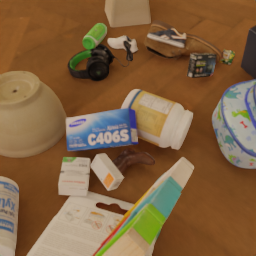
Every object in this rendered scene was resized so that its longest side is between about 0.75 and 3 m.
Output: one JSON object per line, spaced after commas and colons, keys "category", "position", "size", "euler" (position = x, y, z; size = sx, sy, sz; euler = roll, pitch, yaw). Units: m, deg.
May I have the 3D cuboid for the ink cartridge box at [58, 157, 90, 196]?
{"category": "ink cartridge box", "position": [-1.253, 1.132, 6.592], "size": [0.658, 0.379, 0.902], "euler": [5, 37, -6]}

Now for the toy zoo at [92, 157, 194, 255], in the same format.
{"category": "toy zoo", "position": [0.142, 1.484, 4.481], "size": [0.299, 1.916, 2.920], "euler": [43, 26, 9]}

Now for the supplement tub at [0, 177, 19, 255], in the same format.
{"category": "supplement tub", "position": [-2.759, 1.844, 5.646], "size": [1.005, 1.005, 1.524], "euler": [-10, 46, -9]}

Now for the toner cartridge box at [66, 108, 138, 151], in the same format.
{"category": "toner cartridge box", "position": [-0.690, 0.075, 6.977], "size": [1.815, 0.392, 0.862], "euler": [-9, 80, 24]}

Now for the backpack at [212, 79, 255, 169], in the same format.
{"category": "backpack", "position": [3.440, -0.255, 6.804], "size": [2.431, 1.787, 2.225], "euler": [-13, 68, -3]}

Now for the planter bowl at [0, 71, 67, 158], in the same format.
{"category": "planter bowl", "position": [-2.906, -0.550, 7.547], "size": [2.258, 1.520, 2.258], "euler": [-1, 47, 1]}

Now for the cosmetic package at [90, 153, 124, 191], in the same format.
{"category": "cosmetic package", "position": [-0.476, 0.964, 6.194], "size": [0.270, 0.384, 0.757], "euler": [-4, 44, -48]}

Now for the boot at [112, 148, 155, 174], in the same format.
{"category": "boot", "position": [-0.018, 0.943, 6.640], "size": [0.986, 0.340, 1.057], "euler": [14, 39, 40]}

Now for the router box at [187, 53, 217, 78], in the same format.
{"category": "router box", "position": [2.415, -2.052, 9.159], "size": [0.975, 0.730, 0.303], "euler": [-12, 28, -33]}

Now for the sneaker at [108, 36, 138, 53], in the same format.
{"category": "sneaker", "position": [-0.208, -3.326, 10.796], "size": [1.263, 0.550, 0.471], "euler": [17, 50, 17]}

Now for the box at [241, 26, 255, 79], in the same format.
{"category": "box", "position": [4.768, -2.672, 9.041], "size": [1.735, 1.749, 1.078], "euler": [-31, 59, -7]}

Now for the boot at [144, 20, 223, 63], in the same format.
{"category": "boot", "position": [1.975, -2.878, 10.324], "size": [2.932, 1.079, 1.106], "euler": [27, 83, 16]}

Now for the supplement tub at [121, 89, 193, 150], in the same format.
{"category": "supplement tub", "position": [0.725, -0.212, 7.393], "size": [1.687, 1.220, 1.220], "euler": [23, 51, 15]}

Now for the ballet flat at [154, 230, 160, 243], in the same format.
{"category": "ballet flat", "position": [0.429, 2.337, 5.732], "size": [0.239, 0.258, 0.765], "euler": [17, 41, 21]}

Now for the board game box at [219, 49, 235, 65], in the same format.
{"category": "board game box", "position": [3.711, -2.662, 10.487], "size": [0.441, 0.099, 0.842], "euler": [20, 50, 15]}

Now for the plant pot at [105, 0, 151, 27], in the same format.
{"category": "plant pot", "position": [-0.039, -5.644, 12.242], "size": [1.806, 1.599, 1.803], "euler": [-8, 47, -9]}

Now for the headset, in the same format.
{"category": "headset", "position": [-0.986, -2.383, 9.541], "size": [2.326, 1.093, 1.436], "euler": [-1, 47, 15]}

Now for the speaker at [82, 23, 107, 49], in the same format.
{"category": "speaker", "position": [-1.297, -3.632, 11.072], "size": [0.583, 0.583, 1.319], "euler": [15, 49, 13]}

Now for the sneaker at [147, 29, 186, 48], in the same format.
{"category": "sneaker", "position": [1.363, -3.213, 9.766], "size": [1.330, 0.528, 0.522], "euler": [16, 15, 3]}

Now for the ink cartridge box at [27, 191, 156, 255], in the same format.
{"category": "ink cartridge box", "position": [-0.689, 2.528, 5.451], "size": [2.218, 0.686, 2.735], "euler": [12, 30, 14]}
